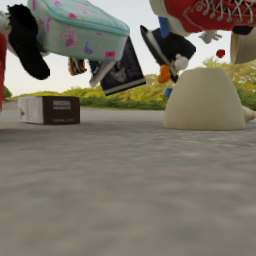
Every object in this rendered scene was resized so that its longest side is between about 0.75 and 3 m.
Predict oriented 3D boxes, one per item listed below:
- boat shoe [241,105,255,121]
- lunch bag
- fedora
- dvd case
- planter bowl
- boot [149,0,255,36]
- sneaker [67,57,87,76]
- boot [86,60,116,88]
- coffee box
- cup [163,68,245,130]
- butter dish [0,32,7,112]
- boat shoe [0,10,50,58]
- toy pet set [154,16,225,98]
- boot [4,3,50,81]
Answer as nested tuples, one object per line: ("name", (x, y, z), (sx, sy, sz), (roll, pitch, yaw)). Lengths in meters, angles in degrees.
("boat shoe", (4.803, -0.599, 12.109), (0.708, 0.782, 2.196), (8, 12, 2))
("lunch bag", (-1.355, -2.766, 7.404), (2.254, 1.083, 2.810), (-4, 38, -33))
("fedora", (1.675, -3.049, 10.501), (1.363, 2.985, 2.985), (-32, -7, 19))
("dvd case", (-0.586, -2.964, 12.598), (2.059, 2.770, 0.221), (-15, 22, 16))
("planter bowl", (3.212, -2.296, 7.333), (0.842, 1.251, 1.251), (2, 4, 11))
("boot", (1.467, -2.225, 4.850), (1.810, 0.908, 2.508), (15, 8, 25))
("sneaker", (-2.067, -3.028, 11.299), (0.706, 1.828, 0.716), (1, 19, 19))
("boot", (-1.335, -2.581, 11.632), (0.999, 0.805, 2.213), (33, -39, -16))
("coffee box", (-3.148, -0.708, 11.005), (1.486, 1.036, 2.599), (-4, 6, -40))
("cup", (2.336, -0.896, 8.693), (2.474, 1.769, 2.474), (1, 4, 0))
("butter dish", (-3.904, -0.828, 6.364), (2.700, 2.707, 2.001), (-7, 33, -45))
("boat shoe", (-3.342, -2.743, 7.858), (0.935, 1.024, 2.845), (-7, -23, 25))
("toy pet set", (1.637, -2.904, 9.265), (2.731, 2.550, 1.450), (-37, 45, -13))
("boot", (-2.285, -1.979, 6.521), (0.568, 1.535, 1.258), (-36, 1, -31))
